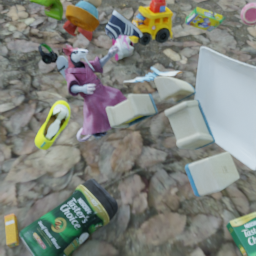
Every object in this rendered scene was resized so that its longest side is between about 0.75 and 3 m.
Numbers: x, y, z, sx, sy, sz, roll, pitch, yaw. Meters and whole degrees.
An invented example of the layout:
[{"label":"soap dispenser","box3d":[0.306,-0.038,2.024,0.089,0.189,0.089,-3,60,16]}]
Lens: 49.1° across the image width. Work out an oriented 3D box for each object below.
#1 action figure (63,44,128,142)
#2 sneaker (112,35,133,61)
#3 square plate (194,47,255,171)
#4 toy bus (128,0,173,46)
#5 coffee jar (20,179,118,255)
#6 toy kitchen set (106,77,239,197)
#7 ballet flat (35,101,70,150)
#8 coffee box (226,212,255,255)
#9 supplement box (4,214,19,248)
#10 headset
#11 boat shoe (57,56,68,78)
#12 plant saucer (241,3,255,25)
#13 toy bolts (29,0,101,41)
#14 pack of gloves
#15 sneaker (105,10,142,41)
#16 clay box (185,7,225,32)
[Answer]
[{"label":"action figure","box3d":[-1.048,-1.147,7.970,1.982,2.662,1.783,-18,20,46]},{"label":"sneaker","box3d":[-0.262,-4.225,13.876,0.978,0.902,2.218,-6,59,-7]},{"label":"square plate","box3d":[2.757,-0.608,7.534,0.375,2.615,2.640,-16,35,-22]},{"label":"toy bus","box3d":[0.868,-4.218,10.873,1.735,1.665,1.177,-13,48,-14]},{"label":"coffee jar","box3d":[-1.579,2.661,7.937,2.609,1.113,1.361,-37,59,-27]},{"label":"toy kitchen set","box3d":[0.952,0.338,6.504,1.505,2.047,2.555,-1,69,-55]},{"label":"ballet flat","box3d":[-1.464,-0.126,5.745,0.445,0.447,1.332,33,49,-17]},{"label":"coffee box","box3d":[3.703,3.339,7.841,1.110,0.397,1.805,-13,52,-11]},{"label":"supplement box","box3d":[-3.409,3.000,8.196,0.304,0.294,0.885,-17,52,-13]},{"label":"headset","box3d":[-2.022,-1.879,7.435,0.400,0.852,0.526,-26,10,22]},{"label":"boat shoe","box3d":[-2.158,-2.021,10.150,0.436,1.247,0.413,-26,19,10]},{"label":"plant saucer","box3d":[4.416,-4.044,9.991,0.755,0.755,0.191,20,37,16]},{"label":"toy bolts","box3d":[-1.732,-4.707,10.556,2.663,2.788,1.934,25,90,20]},{"label":"pack of gloves","box3d":[0.721,-1.740,8.982,1.319,0.310,1.570,-17,15,-21]},{"label":"sneaker","box3d":[-0.155,-2.862,8.374,0.469,1.337,0.725,43,104,36]},{"label":"clay box","box3d":[2.482,-3.423,8.951,1.113,0.640,0.265,10,76,-19]}]
